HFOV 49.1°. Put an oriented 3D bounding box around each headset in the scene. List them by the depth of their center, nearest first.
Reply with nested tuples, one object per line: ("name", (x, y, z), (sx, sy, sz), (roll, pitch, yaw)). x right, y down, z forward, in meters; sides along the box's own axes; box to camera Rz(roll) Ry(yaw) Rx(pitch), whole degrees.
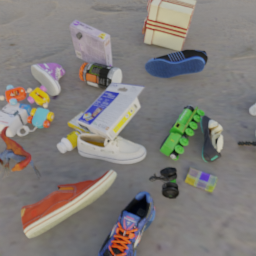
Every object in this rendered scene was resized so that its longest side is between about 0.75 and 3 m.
("headset", (1.109, 1.596, 8.232), (0.711, 1.512, 0.934), (-9, 69, 15))

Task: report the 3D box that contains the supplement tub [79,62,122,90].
("supplement tub", (-1.285, -2.405, 12.959), (1.780, 1.091, 1.091), (18, 45, 19))

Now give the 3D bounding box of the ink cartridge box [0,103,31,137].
("ink cartridge box", (-4.573, -0.358, 11.004), (1.008, 0.591, 1.377), (11, 41, 17))

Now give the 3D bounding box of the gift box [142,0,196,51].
("gift box", (2.278, -6.221, 16.316), (2.610, 2.579, 2.795), (16, 40, 6))

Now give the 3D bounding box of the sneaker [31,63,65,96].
("sneaker", (-3.461, -2.442, 13.205), (1.392, 0.885, 2.441), (-19, 48, -32))

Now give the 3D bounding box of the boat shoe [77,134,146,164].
("boat shoe", (-0.588, 0.605, 9.730), (2.447, 0.854, 0.867), (8, 42, 9))

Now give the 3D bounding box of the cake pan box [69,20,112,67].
("cake pan box", (-1.774, -3.932, 13.746), (2.037, 2.212, 0.578), (30, 65, 18))

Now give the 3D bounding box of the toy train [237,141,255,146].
("toy train", (4.265, 0.569, 9.937), (0.210, 0.916, 0.156), (19, 80, -22))

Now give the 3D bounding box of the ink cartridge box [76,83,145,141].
("ink cartridge box", (-0.578, -0.676, 10.016), (2.147, 0.505, 2.122), (-48, 34, -17))

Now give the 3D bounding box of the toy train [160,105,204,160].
("toy train", (2.033, 0.064, 10.402), (0.819, 0.606, 2.905), (33, 48, 7))

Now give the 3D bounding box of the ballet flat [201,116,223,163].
("ballet flat", (3.046, 0.288, 10.026), (0.765, 0.765, 2.093), (6, 50, 7))

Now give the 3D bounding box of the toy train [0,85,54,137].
("toy train", (-3.920, -0.739, 11.123), (1.805, 0.668, 2.403), (-22, 67, -10))

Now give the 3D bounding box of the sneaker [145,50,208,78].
("sneaker", (2.340, -3.157, 13.584), (2.986, 1.047, 1.163), (3, 40, 26))

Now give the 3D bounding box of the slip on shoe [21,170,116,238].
("slip on shoe", (-1.638, 1.933, 7.975), (2.959, 1.096, 0.905), (-28, 70, -20))

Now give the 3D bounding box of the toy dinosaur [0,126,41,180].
("toy dinosaur", (-3.651, 0.827, 8.822), (1.147, 1.983, 2.185), (-19, 88, -42))

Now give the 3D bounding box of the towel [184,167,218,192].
("towel", (2.355, 1.675, 9.089), (0.962, 0.110, 0.691), (21, 45, 22))

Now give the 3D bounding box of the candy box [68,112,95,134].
("candy box", (-1.458, -0.050, 10.950), (1.681, 0.222, 0.859), (25, 45, 25))

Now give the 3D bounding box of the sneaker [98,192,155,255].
("sneaker", (-0.055, 2.664, 7.285), (0.972, 1.012, 2.581), (16, 44, 18))

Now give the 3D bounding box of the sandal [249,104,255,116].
("sandal", (5.590, -0.910, 11.824), (1.340, 0.545, 0.329), (-18, 4, -19))

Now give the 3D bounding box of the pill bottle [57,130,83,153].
("pill bottle", (-2.072, 0.500, 10.100), (0.527, 0.527, 0.947), (29, 49, 29))
